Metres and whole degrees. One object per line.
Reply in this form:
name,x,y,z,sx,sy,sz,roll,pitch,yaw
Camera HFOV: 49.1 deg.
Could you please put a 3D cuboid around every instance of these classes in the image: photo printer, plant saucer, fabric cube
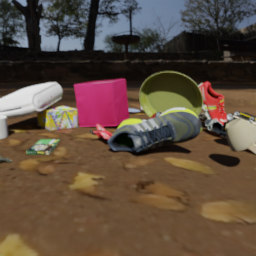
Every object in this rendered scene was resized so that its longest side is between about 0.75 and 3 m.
photo printer,-4.110,-1.099,11.455,2.040,0.852,2.453,-8,20,18
plant saucer,1.750,-1.210,11.459,2.594,2.594,0.403,4,39,19
fabric cube,-1.088,-1.126,12.288,1.785,1.813,1.819,-2,13,19

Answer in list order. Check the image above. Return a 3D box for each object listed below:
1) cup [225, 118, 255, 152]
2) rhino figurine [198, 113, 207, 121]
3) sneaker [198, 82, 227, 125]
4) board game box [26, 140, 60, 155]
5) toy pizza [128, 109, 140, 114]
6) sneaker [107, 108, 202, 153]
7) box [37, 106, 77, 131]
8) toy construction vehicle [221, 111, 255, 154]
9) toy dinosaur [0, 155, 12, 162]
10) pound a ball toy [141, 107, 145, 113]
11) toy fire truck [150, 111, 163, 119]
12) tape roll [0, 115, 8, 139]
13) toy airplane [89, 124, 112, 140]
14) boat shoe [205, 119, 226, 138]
cup,2.652,0.109,6.668,0.791,0.566,0.791,-37,6,5
rhino figurine,3.591,-0.535,13.286,0.593,0.406,1.356,7,5,-30
sneaker,3.529,-0.856,11.220,0.853,2.214,0.940,-32,-7,-42
board game box,-2.619,0.585,8.778,0.678,0.152,1.295,-2,12,3
toy pizza,0.149,-0.924,15.573,1.038,0.165,1.038,4,12,-1
sneaker,0.682,0.234,8.022,2.916,1.077,1.180,-15,15,35
box,-3.026,-0.437,11.933,1.256,0.796,1.305,-9,16,-39
toy construction vehicle,4.122,0.204,8.908,2.124,0.859,2.439,2,20,-43
toy dinosaur,-3.607,0.850,7.428,0.944,0.224,0.416,-10,22,-25
pound a ball toy,1.590,-1.107,15.571,1.790,0.761,1.167,1,-11,1
toy fire truck,0.939,-0.012,9.204,0.881,0.776,0.567,-30,-28,33
tape roll,-4.934,-0.015,10.111,1.074,0.738,1.074,0,12,0
toy airplane,-0.658,0.213,9.669,1.393,0.256,1.393,9,18,-3
boat shoe,3.243,-0.047,10.426,0.416,0.503,1.344,37,11,-28
